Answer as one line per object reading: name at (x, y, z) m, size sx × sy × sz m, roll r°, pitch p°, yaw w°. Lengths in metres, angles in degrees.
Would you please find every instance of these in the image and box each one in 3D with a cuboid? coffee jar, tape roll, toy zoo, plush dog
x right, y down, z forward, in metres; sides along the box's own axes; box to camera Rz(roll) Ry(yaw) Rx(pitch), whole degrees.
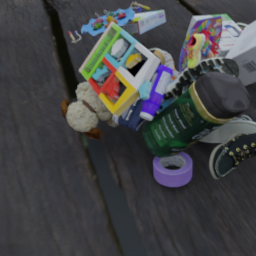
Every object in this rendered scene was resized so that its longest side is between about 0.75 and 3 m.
coffee jar at (1.578, -0.266, 6.851) m, size 1.354 × 2.596 × 1.107 m, roll -7°, pitch 65°, yaw -39°
tape roll at (1.219, 1.098, 7.689) m, size 1.058 × 0.449 × 1.058 m, roll -4°, pitch 33°, yaw 3°
toy zoo at (-0.232, -1.410, 6.835) m, size 0.254 × 1.627 × 2.480 m, roll 20°, pitch 25°, yaw -46°
plush dog at (-1.024, -0.503, 7.750) m, size 1.696 × 1.361 × 1.457 m, roll 40°, pitch 74°, yaw 1°

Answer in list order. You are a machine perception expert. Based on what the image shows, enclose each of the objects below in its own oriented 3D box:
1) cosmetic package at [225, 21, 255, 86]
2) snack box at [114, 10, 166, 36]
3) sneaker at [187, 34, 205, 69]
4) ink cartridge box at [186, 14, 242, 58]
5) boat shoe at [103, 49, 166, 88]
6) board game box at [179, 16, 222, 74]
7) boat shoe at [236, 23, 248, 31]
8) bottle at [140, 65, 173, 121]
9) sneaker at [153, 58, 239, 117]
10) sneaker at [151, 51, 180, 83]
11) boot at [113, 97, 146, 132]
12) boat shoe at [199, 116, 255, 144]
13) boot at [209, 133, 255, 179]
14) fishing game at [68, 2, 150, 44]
cosmetic package at (4.542, -2.715, 9.262) m, size 1.258 × 2.040 × 2.047 m, roll 39°, pitch 74°, yaw -11°
snack box at (0.367, -4.155, 11.112) m, size 1.445 × 0.538 × 2.032 m, roll 10°, pitch 34°, yaw 35°
sneaker at (1.566, -1.867, 6.799) m, size 0.382 × 0.845 × 0.330 m, roll 0°, pitch 18°, yaw -35°
ink cartridge box at (3.725, -3.510, 11.373) m, size 1.733 × 1.043 × 2.385 m, roll -10°, pitch 55°, yaw -17°
boat shoe at (0.050, -1.729, 8.644) m, size 2.365 × 0.882 × 0.736 m, roll -14°, pitch 30°, yaw 39°
board game box at (2.315, -2.310, 8.192) m, size 0.414 × 1.681 × 2.128 m, roll 34°, pitch 43°, yaw 31°
boat shoe at (5.513, -4.072, 12.313) m, size 1.985 × 0.708 × 0.598 m, roll 23°, pitch 54°, yaw 28°
bottle at (0.655, -0.815, 6.654) m, size 0.424 × 0.543 × 1.299 m, roll 22°, pitch 82°, yaw 1°
sneaker at (1.773, -1.223, 8.078) m, size 2.816 × 1.104 × 1.266 m, roll -25°, pitch 12°, yaw 33°
sneaker at (1.318, -1.691, 9.794) m, size 1.043 × 1.029 × 2.665 m, roll -26°, pitch 58°, yaw -6°
boot at (0.351, -0.626, 7.949) m, size 0.774 × 0.623 × 1.713 m, roll 27°, pitch 63°, yaw 20°
boat shoe at (3.063, 0.168, 7.892) m, size 0.796 × 0.964 × 2.574 m, roll -17°, pitch 16°, yaw -42°
boot at (2.401, 0.482, 5.671) m, size 1.484 × 1.121 × 0.536 m, roll -36°, pitch 102°, yaw -36°
fishing game at (-0.733, -3.710, 9.562) m, size 2.836 × 0.441 × 2.030 m, roll -25°, pitch 36°, yaw -4°
